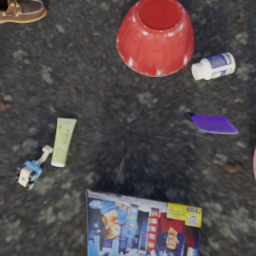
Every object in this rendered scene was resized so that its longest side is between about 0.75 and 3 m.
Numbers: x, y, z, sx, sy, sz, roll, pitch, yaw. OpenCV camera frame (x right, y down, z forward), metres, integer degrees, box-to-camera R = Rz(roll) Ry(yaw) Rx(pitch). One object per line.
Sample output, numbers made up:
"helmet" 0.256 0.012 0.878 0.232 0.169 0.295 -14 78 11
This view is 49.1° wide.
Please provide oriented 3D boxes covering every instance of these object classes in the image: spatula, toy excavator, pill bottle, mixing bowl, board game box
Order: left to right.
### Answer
"toy excavator" -2.638 1.082 7.984 0.520 1.041 1.012 29 119 8
"board game box" 0.150 3.297 7.021 2.987 0.921 2.985 9 72 3
"mixing bowl" 0.925 -3.146 8.860 2.656 1.439 2.656 0 71 -1
"spatula" 1.597 -0.171 6.225 0.738 2.610 0.268 2 96 -2
"pill bottle" 2.666 -1.912 8.851 1.189 0.660 0.660 -16 73 -6

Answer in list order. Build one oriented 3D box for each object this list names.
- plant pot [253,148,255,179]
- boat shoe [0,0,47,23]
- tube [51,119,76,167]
"plant pot" 4.809 1.020 7.260 1.980 2.213 2.213 -1 71 -16
"boat shoe" -3.942 -4.050 9.496 2.200 0.774 0.774 -9 69 -4
"tube" -1.950 0.395 8.283 0.425 0.380 1.465 23 63 -33
